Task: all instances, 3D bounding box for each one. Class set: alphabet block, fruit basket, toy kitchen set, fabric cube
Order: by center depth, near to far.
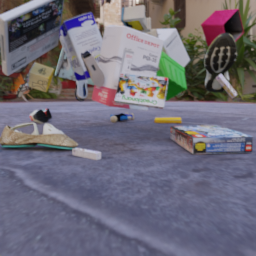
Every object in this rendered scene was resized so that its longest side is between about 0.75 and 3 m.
[{"bbox_3d":[3.268,-3.446,9.723,0.941,0.924,0.938,-46,39,-17],"label":"fabric cube"},{"bbox_3d":[0.151,-2.651,10.239,1.530,2.597,2.081,-5,-16,21],"label":"toy kitchen set"},{"bbox_3d":[-3.433,-1.972,10.973,0.767,0.749,0.753,18,44,-12],"label":"alphabet block"},{"bbox_3d":[1.218,-2.595,12.480,1.889,2.619,2.619,-31,-8,27],"label":"fruit basket"}]

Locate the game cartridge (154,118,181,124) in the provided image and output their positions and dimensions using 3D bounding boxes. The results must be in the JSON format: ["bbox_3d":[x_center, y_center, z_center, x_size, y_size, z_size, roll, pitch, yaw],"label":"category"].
[{"bbox_3d":[2.352,-0.436,16.572,1.552,0.252,1.368,-1,7,9],"label":"game cartridge"}]

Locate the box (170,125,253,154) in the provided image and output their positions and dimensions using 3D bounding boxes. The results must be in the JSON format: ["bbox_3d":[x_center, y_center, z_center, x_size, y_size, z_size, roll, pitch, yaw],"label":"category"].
[{"bbox_3d":[2.643,0.335,9.499,1.849,0.539,2.701,-1,8,-5],"label":"box"}]

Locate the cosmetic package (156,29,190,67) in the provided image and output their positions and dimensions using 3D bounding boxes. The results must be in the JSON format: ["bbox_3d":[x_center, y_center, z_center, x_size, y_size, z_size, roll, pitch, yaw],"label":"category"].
[{"bbox_3d":[1.710,-3.727,13.688,1.146,1.865,1.859,-49,39,-16],"label":"cosmetic package"}]

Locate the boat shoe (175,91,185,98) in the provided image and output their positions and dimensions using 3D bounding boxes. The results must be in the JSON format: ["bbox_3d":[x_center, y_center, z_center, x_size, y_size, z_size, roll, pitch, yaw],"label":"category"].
[{"bbox_3d":[2.631,-1.823,13.622,0.322,0.377,1.029,-10,36,47],"label":"boat shoe"}]

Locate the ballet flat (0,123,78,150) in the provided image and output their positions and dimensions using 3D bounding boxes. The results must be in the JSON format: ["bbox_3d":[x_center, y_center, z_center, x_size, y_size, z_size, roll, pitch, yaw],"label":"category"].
[{"bbox_3d":[-2.833,0.248,8.875,2.515,0.821,0.887,2,-6,1],"label":"ballet flat"}]

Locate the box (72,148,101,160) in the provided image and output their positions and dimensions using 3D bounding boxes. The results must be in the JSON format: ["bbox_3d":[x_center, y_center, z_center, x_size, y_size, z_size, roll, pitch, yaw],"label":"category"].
[{"bbox_3d":[-1.181,0.730,7.896,0.979,0.203,0.189,5,9,37],"label":"box"}]

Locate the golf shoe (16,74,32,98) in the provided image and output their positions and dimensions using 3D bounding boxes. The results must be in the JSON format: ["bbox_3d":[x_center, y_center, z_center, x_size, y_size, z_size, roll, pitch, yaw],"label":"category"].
[{"bbox_3d":[-4.255,-1.700,11.721,0.501,1.137,0.439,33,0,-32],"label":"golf shoe"}]

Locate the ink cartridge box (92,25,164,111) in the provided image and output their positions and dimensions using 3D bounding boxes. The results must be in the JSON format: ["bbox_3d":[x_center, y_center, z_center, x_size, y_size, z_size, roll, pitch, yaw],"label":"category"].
[{"bbox_3d":[-0.018,-1.841,8.845,1.728,2.358,0.976,3,14,-39],"label":"ink cartridge box"}]

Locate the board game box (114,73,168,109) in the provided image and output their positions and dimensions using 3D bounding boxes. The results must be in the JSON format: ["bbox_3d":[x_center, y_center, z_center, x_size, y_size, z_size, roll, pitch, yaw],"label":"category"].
[{"bbox_3d":[0.369,-1.029,7.756,1.365,0.861,0.236,8,-13,9],"label":"board game box"}]

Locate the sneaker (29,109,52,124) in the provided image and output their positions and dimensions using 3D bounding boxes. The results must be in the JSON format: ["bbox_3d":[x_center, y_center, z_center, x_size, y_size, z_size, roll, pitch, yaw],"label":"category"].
[{"bbox_3d":[-5.295,-0.597,16.326,1.088,0.819,2.327,-17,9,5],"label":"sneaker"}]

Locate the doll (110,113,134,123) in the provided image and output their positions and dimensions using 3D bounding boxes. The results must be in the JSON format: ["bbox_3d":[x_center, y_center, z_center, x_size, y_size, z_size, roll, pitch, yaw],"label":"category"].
[{"bbox_3d":[-0.389,-0.639,16.993,1.388,0.493,2.034,8,11,31],"label":"doll"}]

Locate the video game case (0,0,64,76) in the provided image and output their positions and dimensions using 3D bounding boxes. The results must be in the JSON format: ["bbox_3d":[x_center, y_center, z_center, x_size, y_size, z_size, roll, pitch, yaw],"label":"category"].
[{"bbox_3d":[-2.818,-2.814,8.304,0.263,2.050,2.255,38,53,6],"label":"video game case"}]

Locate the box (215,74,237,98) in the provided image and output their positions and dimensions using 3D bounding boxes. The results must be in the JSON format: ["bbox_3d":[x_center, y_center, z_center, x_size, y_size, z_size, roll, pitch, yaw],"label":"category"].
[{"bbox_3d":[2.822,-1.195,8.027,0.148,0.764,0.158,-36,-3,-31],"label":"box"}]

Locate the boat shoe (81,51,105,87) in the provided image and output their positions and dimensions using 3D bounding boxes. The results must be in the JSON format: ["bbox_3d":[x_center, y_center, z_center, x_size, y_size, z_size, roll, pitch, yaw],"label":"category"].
[{"bbox_3d":[-1.001,-1.702,7.975,0.401,1.074,0.498,-26,41,-7],"label":"boat shoe"}]

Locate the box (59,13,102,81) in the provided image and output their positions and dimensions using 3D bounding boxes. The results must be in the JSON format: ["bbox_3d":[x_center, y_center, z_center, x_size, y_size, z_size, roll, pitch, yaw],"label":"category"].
[{"bbox_3d":[-1.583,-2.765,9.947,1.032,1.967,1.809,-26,15,-16],"label":"box"}]

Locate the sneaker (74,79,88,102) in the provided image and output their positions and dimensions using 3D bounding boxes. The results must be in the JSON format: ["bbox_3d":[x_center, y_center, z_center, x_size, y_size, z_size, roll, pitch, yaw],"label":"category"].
[{"bbox_3d":[-2.237,-2.043,13.052,0.613,1.677,0.938,8,-15,-22],"label":"sneaker"}]

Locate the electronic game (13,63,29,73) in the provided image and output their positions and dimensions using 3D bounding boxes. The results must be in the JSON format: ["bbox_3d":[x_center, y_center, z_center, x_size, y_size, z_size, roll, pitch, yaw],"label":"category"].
[{"bbox_3d":[-3.960,-2.501,10.037,1.103,1.103,0.230,3,-6,20],"label":"electronic game"}]

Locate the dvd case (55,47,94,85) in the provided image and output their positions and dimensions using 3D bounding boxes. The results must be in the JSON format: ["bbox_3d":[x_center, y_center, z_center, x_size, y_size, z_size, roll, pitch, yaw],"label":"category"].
[{"bbox_3d":[-2.259,-3.246,14.526,2.629,1.920,0.289,11,30,-26],"label":"dvd case"}]

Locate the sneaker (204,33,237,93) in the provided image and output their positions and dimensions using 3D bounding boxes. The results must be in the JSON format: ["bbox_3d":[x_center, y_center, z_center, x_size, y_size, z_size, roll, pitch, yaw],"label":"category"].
[{"bbox_3d":[3.045,-2.345,9.607,0.986,1.137,2.565,0,-30,8],"label":"sneaker"}]
